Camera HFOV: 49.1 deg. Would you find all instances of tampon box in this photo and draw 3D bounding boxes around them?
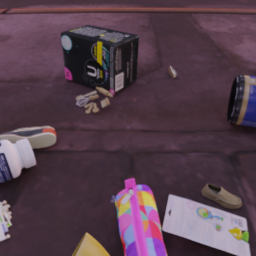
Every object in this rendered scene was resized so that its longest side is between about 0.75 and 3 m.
[{"bbox_3d":[-1.185,-2.938,11.803,2.760,2.068,1.742,21,38,27],"label":"tampon box"}]

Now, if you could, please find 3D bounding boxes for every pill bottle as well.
[{"bbox_3d":[4.907,-0.744,9.124,2.975,1.664,1.664,8,37,12],"label":"pill bottle"},{"bbox_3d":[-3.475,0.944,7.298,1.901,1.056,1.056,-19,40,-24],"label":"pill bottle"}]

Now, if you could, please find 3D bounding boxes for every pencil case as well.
[{"bbox_3d":[0.256,2.188,5.668,1.015,1.015,2.296,-6,37,-8],"label":"pencil case"}]

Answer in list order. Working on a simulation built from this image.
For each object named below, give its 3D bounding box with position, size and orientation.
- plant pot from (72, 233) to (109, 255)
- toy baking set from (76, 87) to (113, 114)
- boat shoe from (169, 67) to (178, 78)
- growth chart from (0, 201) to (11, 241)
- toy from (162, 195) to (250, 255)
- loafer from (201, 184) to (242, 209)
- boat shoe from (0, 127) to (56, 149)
[{"bbox_3d":[-0.665,2.705,4.812,0.985,1.388,1.388,31,40,2],"label":"plant pot"},{"bbox_3d":[-1.328,-1.102,10.562,1.194,0.181,1.555,-40,47,-15],"label":"toy baking set"},{"bbox_3d":[2.077,-2.542,12.830,0.266,0.296,0.822,-1,38,-12],"label":"boat shoe"},{"bbox_3d":[-3.082,2.190,6.387,0.836,0.102,1.156,-15,38,-21],"label":"growth chart"},{"bbox_3d":[1.666,2.196,6.115,1.787,0.422,1.029,13,34,9],"label":"toy"},{"bbox_3d":[2.306,1.677,6.901,0.982,0.331,0.373,17,39,22],"label":"loafer"},{"bbox_3d":[-3.173,0.315,8.512,1.916,0.682,0.600,-8,35,-15],"label":"boat shoe"}]
